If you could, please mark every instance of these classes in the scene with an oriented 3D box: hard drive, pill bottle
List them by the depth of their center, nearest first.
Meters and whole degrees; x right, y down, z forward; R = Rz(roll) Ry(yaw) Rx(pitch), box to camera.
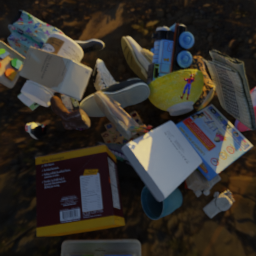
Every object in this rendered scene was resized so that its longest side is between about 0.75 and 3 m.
[{"bbox_3d":[1.182,0.895,8.843,1.828,0.370,2.772,54,38,9],"label":"hard drive"},{"bbox_3d":[-2.864,-2.120,10.458,1.428,1.428,2.497,24,77,10],"label":"pill bottle"}]

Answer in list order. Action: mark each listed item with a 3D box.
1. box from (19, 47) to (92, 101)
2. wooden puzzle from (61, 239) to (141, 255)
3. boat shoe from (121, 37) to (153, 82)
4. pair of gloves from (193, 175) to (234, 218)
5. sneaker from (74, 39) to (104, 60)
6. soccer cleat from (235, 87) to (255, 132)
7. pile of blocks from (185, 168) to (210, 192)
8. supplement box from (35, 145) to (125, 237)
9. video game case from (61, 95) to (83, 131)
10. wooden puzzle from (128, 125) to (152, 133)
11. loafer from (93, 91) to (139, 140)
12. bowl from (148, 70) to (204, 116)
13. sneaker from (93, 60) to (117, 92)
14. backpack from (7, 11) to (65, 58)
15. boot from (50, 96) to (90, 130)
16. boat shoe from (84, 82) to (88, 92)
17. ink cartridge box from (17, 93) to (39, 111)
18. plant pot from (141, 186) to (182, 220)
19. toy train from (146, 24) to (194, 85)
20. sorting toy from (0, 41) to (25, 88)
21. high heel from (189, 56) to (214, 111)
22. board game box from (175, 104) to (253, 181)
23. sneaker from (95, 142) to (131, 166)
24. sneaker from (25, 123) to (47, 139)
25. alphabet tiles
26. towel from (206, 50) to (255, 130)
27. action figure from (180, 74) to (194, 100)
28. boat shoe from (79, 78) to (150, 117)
[{"bbox_3d":[-2.283,-1.712,8.679,2.243,0.872,1.065,23,93,37],"label":"box"},{"bbox_3d":[-0.905,5.118,8.873,2.722,0.680,2.939,0,67,-1],"label":"wooden puzzle"},{"bbox_3d":[0.672,-2.874,12.243,0.960,1.049,2.806,-27,79,-14],"label":"boat shoe"},{"bbox_3d":[3.116,2.418,10.311,1.239,0.255,1.457,-26,70,-11],"label":"pair of gloves"},{"bbox_3d":[-1.866,-3.300,12.188,1.559,0.593,1.127,0,51,12],"label":"sneaker"},{"bbox_3d":[5.157,-0.930,11.546,2.696,0.899,1.031,-48,35,-9],"label":"soccer cleat"},{"bbox_3d":[2.005,1.366,10.575,0.803,1.060,2.583,-47,54,26],"label":"pile of blocks"},{"bbox_3d":[-1.606,2.154,9.411,2.465,1.659,2.499,-11,68,6],"label":"supplement box"},{"bbox_3d":[-2.101,-0.628,10.571,0.266,1.486,1.347,-18,102,-23],"label":"video game case"},{"bbox_3d":[0.327,0.044,8.487,0.611,1.031,0.072,5,78,-7],"label":"wooden puzzle"},{"bbox_3d":[-0.389,-0.509,9.571,0.622,0.712,1.979,-35,79,-21],"label":"loafer"},{"bbox_3d":[1.918,-1.196,10.869,2.304,2.304,1.240,-12,77,-5],"label":"bowl"},{"bbox_3d":[-0.907,-1.867,11.929,0.961,0.891,2.372,-6,66,-21],"label":"sneaker"},{"bbox_3d":[-3.773,-3.569,11.928,2.341,2.078,1.762,20,71,-1],"label":"backpack"},{"bbox_3d":[-1.901,-0.538,9.214,0.465,1.447,1.348,-39,110,-31],"label":"boot"},{"bbox_3d":[-1.836,-1.873,11.675,0.280,0.263,0.779,11,75,-5],"label":"boat shoe"},{"bbox_3d":[-4.066,-1.232,11.886,1.044,0.250,0.760,41,73,16],"label":"ink cartridge box"},{"bbox_3d":[1.231,2.484,9.741,1.103,1.174,1.174,-1,62,-36],"label":"plant pot"},{"bbox_3d":[1.617,-2.711,11.046,1.576,1.196,2.759,5,95,-14],"label":"toy train"},{"bbox_3d":[-4.377,-2.262,9.992,1.211,0.239,1.309,36,64,-34],"label":"sorting toy"},{"bbox_3d":[2.849,-1.931,11.932,1.808,0.906,2.537,26,67,19],"label":"high heel"},{"bbox_3d":[3.112,0.468,10.579,2.247,0.641,2.295,-27,68,-30],"label":"board game box"},{"bbox_3d":[-0.384,0.804,10.801,1.722,0.641,0.754,26,69,-3],"label":"sneaker"},{"bbox_3d":[-3.510,0.095,10.331,0.710,1.518,0.535,5,95,-1],"label":"sneaker"},{"bbox_3d":[-0.135,0.249,11.348,1.745,0.066,1.459,-25,70,-10],"label":"alphabet tiles"},{"bbox_3d":[3.643,-1.418,10.098,0.453,2.625,2.527,-22,25,4],"label":"towel"},{"bbox_3d":[1.985,-1.459,9.291,0.319,0.483,0.977,12,64,22],"label":"action figure"},{"bbox_3d":[-0.520,-1.150,10.516,2.655,1.004,0.801,-13,34,-3],"label":"boat shoe"}]
